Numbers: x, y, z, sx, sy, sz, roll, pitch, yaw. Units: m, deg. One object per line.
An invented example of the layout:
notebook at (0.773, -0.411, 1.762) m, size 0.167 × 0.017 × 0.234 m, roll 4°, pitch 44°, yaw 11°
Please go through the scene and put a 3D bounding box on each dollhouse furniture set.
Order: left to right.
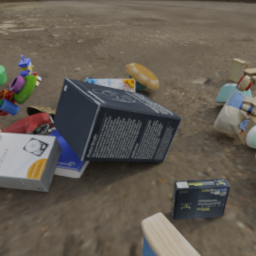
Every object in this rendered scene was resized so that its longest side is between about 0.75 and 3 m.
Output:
dollhouse furniture set at (-0.082, 2.708, 3.448) m, size 2.476 × 1.615 × 2.337 m, roll -17°, pitch 34°, yaw -26°
dollhouse furniture set at (5.725, -2.794, 13.369) m, size 1.536 × 0.999 × 1.411 m, roll -11°, pitch 33°, yaw -18°

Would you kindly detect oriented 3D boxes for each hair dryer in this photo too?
hair dryer at (-2.918, -0.068, 8.582) m, size 2.362 × 0.642 × 1.799 m, roll -10°, pitch 8°, yaw 31°

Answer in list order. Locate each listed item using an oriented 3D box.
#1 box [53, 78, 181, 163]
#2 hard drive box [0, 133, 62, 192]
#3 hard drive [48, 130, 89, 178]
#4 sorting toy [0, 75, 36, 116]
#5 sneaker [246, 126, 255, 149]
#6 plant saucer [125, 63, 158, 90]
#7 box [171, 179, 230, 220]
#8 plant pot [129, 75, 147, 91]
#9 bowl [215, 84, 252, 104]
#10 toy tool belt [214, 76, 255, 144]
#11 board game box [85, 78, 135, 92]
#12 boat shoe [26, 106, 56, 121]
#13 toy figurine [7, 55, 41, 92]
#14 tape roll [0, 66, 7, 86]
box at (-0.316, -0.164, 7.602) m, size 2.697 × 1.444 × 2.002 m, roll 7°, pitch 21°, yaw -38°
hard drive box at (-2.703, 0.852, 7.124) m, size 1.648 × 0.633 × 1.284 m, roll 3°, pitch 52°, yaw 9°
hard drive at (-1.752, 0.511, 8.452) m, size 1.603 × 0.308 × 2.429 m, roll 7°, pitch 31°, yaw 12°
sorting toy at (-3.799, -1.043, 8.784) m, size 2.014 × 0.827 × 1.210 m, roll -31°, pitch 46°, yaw 30°
sneaker at (5.044, 0.180, 8.323) m, size 2.660 × 0.979 × 1.569 m, roll -25°, pitch 32°, yaw -21°
plant saucer at (0.660, -2.256, 11.845) m, size 1.682 × 0.298 × 1.682 m, roll 28°, pitch 28°, yaw -16°
box at (1.544, 1.555, 6.091) m, size 1.149 × 0.906 × 0.293 m, roll -1°, pitch 31°, yaw -4°
plant pot at (0.466, -2.068, 12.144) m, size 0.797 × 0.994 × 0.994 m, roll 3°, pitch 31°, yaw 5°
bowl at (3.983, -1.239, 10.470) m, size 1.368 × 0.716 × 1.368 m, roll 6°, pitch 3°, yaw 0°
toy tool belt at (3.674, -0.555, 8.871) m, size 1.189 × 1.935 × 1.208 m, roll 31°, pitch -4°, yaw 10°
board game box at (-0.689, -0.908, 9.733) m, size 1.794 × 0.232 × 1.795 m, roll 1°, pitch 73°, yaw 5°
boat shoe at (-2.939, -0.471, 9.987) m, size 1.407 × 0.532 × 0.520 m, roll 18°, pitch 28°, yaw 16°
toy figurine at (-4.752, -2.481, 12.447) m, size 1.236 × 1.404 × 2.344 m, roll -2°, pitch 30°, yaw -3°
tape roll at (-6.974, -2.352, 13.050) m, size 2.374 × 0.571 × 2.374 m, roll 0°, pitch 30°, yaw 0°
